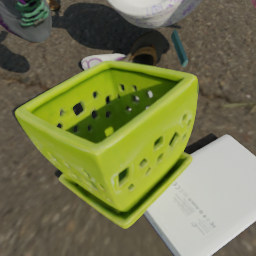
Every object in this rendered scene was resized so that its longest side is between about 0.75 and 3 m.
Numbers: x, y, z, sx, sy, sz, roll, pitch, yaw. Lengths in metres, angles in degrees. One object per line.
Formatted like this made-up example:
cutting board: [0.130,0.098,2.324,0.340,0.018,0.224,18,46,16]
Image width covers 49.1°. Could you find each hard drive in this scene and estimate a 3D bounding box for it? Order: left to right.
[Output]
hard drive: [1.649,1.296,5.627,2.686,0.341,1.772,-25,51,-22]

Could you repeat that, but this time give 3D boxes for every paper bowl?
paper bowl: [0.734,-3.805,6.861,2.677,2.677,1.392,25,9,22]

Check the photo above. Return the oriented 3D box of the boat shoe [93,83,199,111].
boat shoe: [0.432,-0.989,7.221,2.751,0.830,1.040,-7,89,-4]

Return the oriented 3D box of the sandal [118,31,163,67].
sandal: [0.347,-1.948,8.164,0.688,1.030,2.521,10,44,46]

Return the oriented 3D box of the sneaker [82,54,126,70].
sneaker: [-0.647,-2.000,8.746,1.564,0.586,0.779,-1,24,2]

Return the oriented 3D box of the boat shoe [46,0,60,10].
boat shoe: [-3.394,-5.380,11.899,1.257,0.464,0.475,31,54,26]

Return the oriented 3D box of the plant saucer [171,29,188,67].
plant saucer: [1.288,-2.014,7.097,0.089,0.328,0.937,-16,76,-9]

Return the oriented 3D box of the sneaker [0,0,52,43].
sneaker: [-1.444,-1.711,3.736,0.824,2.213,0.969,-39,72,-8]

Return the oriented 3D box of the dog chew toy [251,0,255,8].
dog chew toy: [2.664,-2.464,4.387,1.648,1.648,2.646,15,52,14]

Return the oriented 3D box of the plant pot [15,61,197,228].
plant pot: [-0.227,0.254,5.173,2.328,2.112,2.316,22,48,40]
